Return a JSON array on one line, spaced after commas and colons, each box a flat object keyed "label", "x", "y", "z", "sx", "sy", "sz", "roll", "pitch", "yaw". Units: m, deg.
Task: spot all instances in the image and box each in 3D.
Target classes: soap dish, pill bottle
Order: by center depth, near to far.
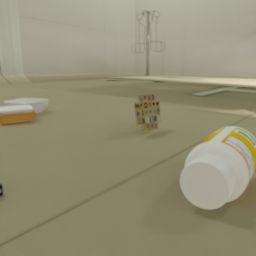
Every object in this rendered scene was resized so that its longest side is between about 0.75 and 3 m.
[{"label": "pill bottle", "x": 2.104, "y": 0.861, "z": 6.372, "sx": 1.347, "sy": 1.347, "sz": 2.426, "roll": 9, "pitch": 18, "yaw": 32}, {"label": "soap dish", "x": -5.407, "y": -0.645, "z": 13.454, "sx": 1.690, "sy": 0.686, "sz": 1.330, "roll": -7, "pitch": 16, "yaw": -27}]

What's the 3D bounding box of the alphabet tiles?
[{"label": "alphabet tiles", "x": 0.815, "y": -0.628, "z": 11.350, "sx": 0.056, "sy": 1.473, "sz": 1.770, "roll": -4, "pitch": 4, "yaw": 39}]

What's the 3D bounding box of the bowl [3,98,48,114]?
[{"label": "bowl", "x": -5.600, "y": -1.183, "z": 15.466, "sx": 1.924, "sy": 0.719, "sz": 1.927, "roll": 8, "pitch": 18, "yaw": 29}]

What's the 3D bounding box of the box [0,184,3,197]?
[{"label": "box", "x": -3.526, "y": 1.505, "z": 5.964, "sx": 1.024, "sy": 0.312, "sz": 1.270, "roll": 6, "pitch": 16, "yaw": 16}]
